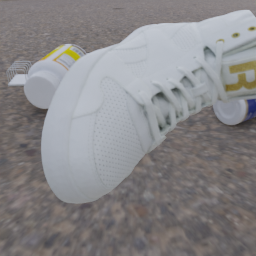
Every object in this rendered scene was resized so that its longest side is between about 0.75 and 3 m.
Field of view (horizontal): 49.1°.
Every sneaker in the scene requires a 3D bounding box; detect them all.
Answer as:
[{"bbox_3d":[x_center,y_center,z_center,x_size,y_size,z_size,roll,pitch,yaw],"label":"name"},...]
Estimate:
[{"bbox_3d":[0.379,-0.319,1.896,1.156,0.737,2.000,-1,38,29],"label":"sneaker"}]

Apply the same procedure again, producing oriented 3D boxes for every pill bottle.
[{"bbox_3d":[-2.243,-1.678,9.066,1.458,1.458,2.669,5,32,9],"label":"pill bottle"},{"bbox_3d":[3.453,-0.810,8.004,1.877,1.043,1.043,-18,35,-27],"label":"pill bottle"}]

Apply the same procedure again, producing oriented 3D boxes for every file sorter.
[{"bbox_3d":[-4.051,-2.054,10.521,0.707,0.634,1.018,-2,31,-3],"label":"file sorter"}]
